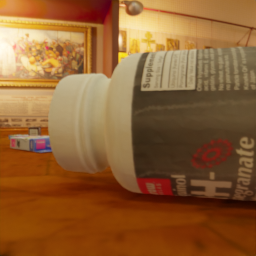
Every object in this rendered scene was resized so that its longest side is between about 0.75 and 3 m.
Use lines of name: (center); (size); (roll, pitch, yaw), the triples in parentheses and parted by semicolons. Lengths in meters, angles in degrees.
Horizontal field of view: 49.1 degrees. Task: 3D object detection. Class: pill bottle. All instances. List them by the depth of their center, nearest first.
pill bottle: (0.714, -0.049, 3.189); (2.959, 1.638, 1.638); (1, 1, 15)

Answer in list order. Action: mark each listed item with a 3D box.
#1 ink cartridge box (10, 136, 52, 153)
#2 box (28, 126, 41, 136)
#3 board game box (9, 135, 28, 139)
ink cartridge box: (-2.631, 0.468, 8.604); (1.231, 0.433, 2.062); (-2, 4, -43)
box: (-4.200, 0.253, 12.618); (0.477, 0.638, 1.274); (0, 1, -11)
board game box: (-5.171, 0.454, 13.728); (1.069, 0.184, 0.723); (0, 1, 3)
